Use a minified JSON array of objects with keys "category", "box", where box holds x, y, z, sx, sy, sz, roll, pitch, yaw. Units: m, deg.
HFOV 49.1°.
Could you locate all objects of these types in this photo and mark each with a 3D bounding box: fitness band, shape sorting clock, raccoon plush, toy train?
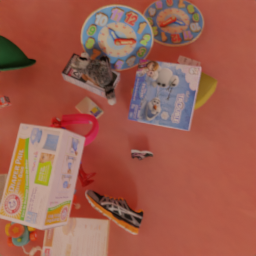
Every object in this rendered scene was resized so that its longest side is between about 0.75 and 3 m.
[{"category":"fitness band","box":[-1.851,0.108,9.037,1.905,0.357,1.368,-3,43,18]},{"category":"shape sorting clock","box":[-0.367,-2.929,9.422,2.430,2.430,0.477,-3,44,-1]},{"category":"raccoon plush","box":[-1.169,-1.602,9.211,1.235,0.892,1.843,-10,81,6]},{"category":"toy train","box":[-2.646,2.672,8.412,1.776,0.658,2.365,26,73,9]},{"category":"shape sorting clock","box":[1.732,-4.145,10.822,2.384,0.468,2.384,0,71,0]}]

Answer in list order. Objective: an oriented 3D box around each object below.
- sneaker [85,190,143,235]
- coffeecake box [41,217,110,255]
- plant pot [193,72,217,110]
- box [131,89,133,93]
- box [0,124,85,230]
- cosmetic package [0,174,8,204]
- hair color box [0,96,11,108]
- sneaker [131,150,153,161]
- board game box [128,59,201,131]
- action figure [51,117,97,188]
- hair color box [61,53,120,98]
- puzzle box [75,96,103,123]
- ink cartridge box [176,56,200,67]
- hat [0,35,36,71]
[{"category":"sneaker","box":[-0.421,2.406,8.497,1.968,0.770,0.760,33,72,1]},{"category":"coffeecake box","box":[-1.498,3.350,8.168,1.808,0.661,1.388,4,71,1]},{"category":"plant pot","box":[2.247,-1.243,9.540,1.063,1.056,1.087,33,86,17]},{"category":"box","box":[0.709,-1.291,9.884,1.146,0.431,0.287,-13,72,-3]},{"category":"box","box":[-2.294,1.296,7.666,1.426,1.285,2.535,7,80,18]},{"category":"cosmetic package","box":[-4.006,2.130,8.695,0.668,0.472,1.291,-5,72,-2]},{"category":"hair color box","box":[-4.514,-0.761,9.363,0.991,0.503,0.304,-20,93,-4]},{"category":"sneaker","box":[0.451,0.926,9.226,0.752,0.302,0.324,4,76,12]},{"category":"board game box","box":[1.165,-1.083,9.123,2.034,0.443,2.044,11,91,16]},{"category":"action figure","box":[-1.823,0.630,8.954,0.658,0.832,2.545,-28,67,-25]},{"category":"hair color box","box":[-1.307,-1.832,9.967,1.846,0.560,0.914,24,73,5]},{"category":"puzzle box","box":[-1.361,-0.639,9.826,0.862,0.110,0.573,42,75,12]},{"category":"ink cartridge box","box":[2.152,-2.205,10.232,0.809,0.335,0.594,21,73,7]},{"category":"hat","box":[-4.285,-3.014,9.160,1.882,2.000,2.272,19,31,36]}]
